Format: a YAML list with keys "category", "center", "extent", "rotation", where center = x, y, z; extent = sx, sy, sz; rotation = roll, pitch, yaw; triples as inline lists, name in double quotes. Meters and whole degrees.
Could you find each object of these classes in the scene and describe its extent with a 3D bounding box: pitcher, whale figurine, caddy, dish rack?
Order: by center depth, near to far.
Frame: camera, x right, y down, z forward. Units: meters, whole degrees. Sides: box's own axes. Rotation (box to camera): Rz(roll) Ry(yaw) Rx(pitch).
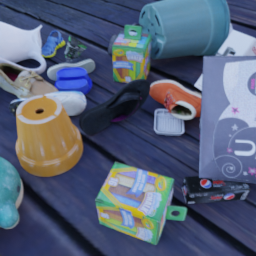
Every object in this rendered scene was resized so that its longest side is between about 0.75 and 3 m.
- category: "whale figurine"
  center: [-3.533, 1.770, 6.041]
  extent: [2.274, 1.483, 2.859]
  rotation: [6, 45, 7]
- category: "dish rack"
  center: [1.290, -0.146, 8.909]
  extent: [0.932, 0.236, 1.086]
  rotation: [5, 44, 4]
- category: "caddy"
  center: [-1.996, -1.622, 10.126]
  extent: [1.327, 0.697, 0.938]
  rotation: [-4, 68, -4]
- category: "pitcher"
  center: [-4.809, -3.021, 10.943]
  extent: [2.975, 1.803, 2.552]
  rotation: [-5, 53, -21]

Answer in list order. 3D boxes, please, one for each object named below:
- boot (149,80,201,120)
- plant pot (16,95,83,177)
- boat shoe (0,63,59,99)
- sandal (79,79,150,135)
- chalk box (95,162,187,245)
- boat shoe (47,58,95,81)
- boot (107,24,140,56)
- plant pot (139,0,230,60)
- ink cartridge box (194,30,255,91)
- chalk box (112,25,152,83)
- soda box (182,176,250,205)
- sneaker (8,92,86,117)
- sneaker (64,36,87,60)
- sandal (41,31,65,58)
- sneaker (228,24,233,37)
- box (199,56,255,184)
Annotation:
- category: "boot"
  center: [1.425, -0.904, 8.978]
  extent: [2.196, 0.824, 1.178]
  rotation: [25, 35, 31]
- category: "plant pot"
  center: [-2.238, 0.099, 7.621]
  extent: [1.823, 1.669, 1.823]
  rotation: [0, 44, 0]
- category: "boat shoe"
  center: [-3.599, -1.570, 9.874]
  extent: [2.763, 0.917, 1.023]
  rotation: [20, 48, 19]
- category: "sandal"
  center: [-0.242, -0.574, 8.760]
  extent: [2.685, 1.009, 0.643]
  rotation: [-36, 40, -17]
- category: "chalk box"
  center: [0.360, 1.753, 6.304]
  extent: [1.844, 1.147, 1.142]
  rotation: [15, 46, 17]
- category: "boat shoe"
  center: [-2.225, -2.283, 10.788]
  extent: [1.946, 0.726, 0.606]
  rotation: [-24, 47, -31]
- category: "boot"
  center: [-0.255, -3.620, 11.514]
  extent: [1.115, 1.694, 0.591]
  rotation: [40, 24, 29]
- category: "plant pot"
  center: [2.010, -3.930, 10.946]
  extent: [2.651, 2.706, 2.706]
  rotation: [-16, 46, -19]
- category: "ink cartridge box"
  center: [3.325, -1.820, 9.008]
  extent: [1.509, 2.055, 0.852]
  rotation: [16, 23, -49]
- category: "chalk box"
  center: [0.155, -2.758, 10.339]
  extent: [1.225, 1.963, 1.217]
  rotation: [10, 46, 11]
- category: "soda box"
  center: [2.169, 1.518, 7.014]
  extent: [1.533, 0.486, 0.543]
  rotation: [-3, 43, -4]
- category: "sneaker"
  center: [-2.588, -0.728, 9.138]
  extent: [2.420, 0.870, 0.877]
  rotation: [-6, 31, -6]
- category: "sneaker"
  center: [-2.119, -3.042, 11.069]
  extent: [0.727, 1.862, 0.793]
  rotation: [33, 88, -8]
- category: "sandal"
  center: [-3.364, -3.657, 12.174]
  extent: [0.668, 0.731, 1.680]
  rotation: [12, 47, 10]
- category: "sneaker"
  center: [3.673, -4.419, 12.811]
  extent: [1.486, 0.971, 2.585]
  rotation: [-31, 58, -29]
- category: "box"
  center: [2.714, -0.271, 6.731]
  extent: [1.876, 2.839, 1.629]
  rotation: [3, 14, 17]
